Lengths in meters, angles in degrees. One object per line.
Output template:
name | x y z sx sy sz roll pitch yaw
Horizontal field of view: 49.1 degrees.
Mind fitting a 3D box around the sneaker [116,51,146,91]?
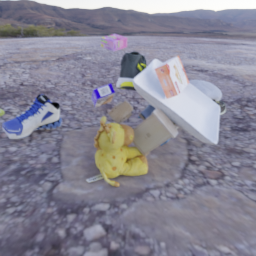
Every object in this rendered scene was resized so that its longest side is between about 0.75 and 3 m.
sneaker | 0.263 -1.991 9.687 1.091 1.240 2.930 9 14 -2

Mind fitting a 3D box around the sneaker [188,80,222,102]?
sneaker | 2.304 -1.095 11.284 2.642 1.503 0.997 5 49 8

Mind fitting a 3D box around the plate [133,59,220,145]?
plate | 1.544 -0.851 8.563 2.810 0.455 2.816 36 32 0

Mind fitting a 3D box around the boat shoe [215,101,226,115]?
boat shoe | 3.587 -0.897 12.063 0.784 0.662 2.200 21 31 40

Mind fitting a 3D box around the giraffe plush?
giraffe plush | -0.376 0.501 7.673 1.624 1.527 1.883 20 30 38

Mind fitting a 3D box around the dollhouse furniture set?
dollhouse furniture set | 0.838 -0.456 8.408 1.285 1.858 1.969 -38 3 41

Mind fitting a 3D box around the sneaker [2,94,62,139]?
sneaker | -3.356 -0.530 10.025 0.911 1.303 2.256 36 37 30

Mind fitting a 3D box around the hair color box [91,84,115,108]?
hair color box | -1.114 -1.380 12.214 0.829 0.492 1.517 -22 -3 -13

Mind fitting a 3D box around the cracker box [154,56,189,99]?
cracker box | 1.376 -1.579 8.591 0.415 0.964 1.439 -17 15 32

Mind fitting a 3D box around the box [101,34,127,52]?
box | -0.591 -3.600 11.809 0.749 0.412 0.852 29 43 33

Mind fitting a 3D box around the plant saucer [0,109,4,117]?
plant saucer | -6.022 -0.648 12.093 1.244 0.193 1.244 0 24 0
